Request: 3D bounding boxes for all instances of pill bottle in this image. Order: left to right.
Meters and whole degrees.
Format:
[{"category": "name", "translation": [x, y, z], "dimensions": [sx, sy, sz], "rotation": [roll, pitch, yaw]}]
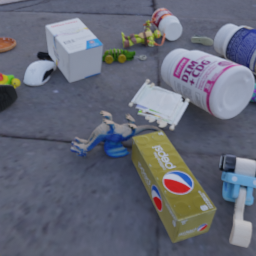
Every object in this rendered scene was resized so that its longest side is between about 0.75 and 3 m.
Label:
[{"category": "pill bottle", "translation": [2.027, -5.411, 14.678], "dimensions": [1.120, 1.120, 2.044], "rotation": [-8, 39, -10]}, {"category": "pill bottle", "translation": [2.402, -1.562, 9.075], "dimensions": [1.618, 1.618, 2.855], "rotation": [-18, 34, -22]}, {"category": "pill bottle", "translation": [4.996, -3.269, 11.630], "dimensions": [1.589, 1.589, 2.746], "rotation": [-20, 42, -23]}]

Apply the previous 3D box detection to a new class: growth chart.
[{"category": "growth chart", "translation": [0.822, -0.656, 7.794], "dimensions": [1.674, 0.148, 1.211], "rotation": [30, 71, 31]}]

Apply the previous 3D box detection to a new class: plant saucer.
[{"category": "plant saucer", "translation": [-6.266, -4.004, 13.628], "dimensions": [1.536, 0.248, 1.536], "rotation": [1, 38, -1]}]

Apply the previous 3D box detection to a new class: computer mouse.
[{"category": "computer mouse", "translation": [-3.465, -2.594, 11.584], "dimensions": [1.451, 0.581, 2.646], "rotation": [6, 39, 6]}]

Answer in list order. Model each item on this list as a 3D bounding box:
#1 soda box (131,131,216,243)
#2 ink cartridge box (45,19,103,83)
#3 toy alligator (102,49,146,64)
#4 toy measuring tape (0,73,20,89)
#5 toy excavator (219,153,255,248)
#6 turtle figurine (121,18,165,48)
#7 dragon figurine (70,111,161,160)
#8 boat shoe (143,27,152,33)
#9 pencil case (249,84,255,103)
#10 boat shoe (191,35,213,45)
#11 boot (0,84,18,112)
[{"category": "soda box", "translation": [0.907, 1.224, 6.588], "dimensions": [0.888, 0.839, 2.623], "rotation": [-11, 39, -15]}, {"category": "ink cartridge box", "translation": [-2.171, -3.126, 11.221], "dimensions": [1.472, 1.446, 1.999], "rotation": [-24, 59, -26]}, {"category": "toy alligator", "translation": [-0.259, -3.277, 12.482], "dimensions": [2.182, 0.524, 0.723], "rotation": [-6, 40, -7]}, {"category": "toy measuring tape", "translation": [-5.148, -1.469, 9.980], "dimensions": [2.495, 0.918, 0.918], "rotation": [-5, 39, -6]}, {"category": "toy excavator", "translation": [2.505, 1.523, 6.237], "dimensions": [0.906, 1.813, 1.763], "rotation": [8, -5, 12]}, {"category": "turtle figurine", "translation": [0.720, -4.519, 13.794], "dimensions": [2.039, 0.814, 2.529], "rotation": [-9, 51, 3]}, {"category": "dragon figurine", "translation": [-0.319, 0.301, 7.811], "dimensions": [2.560, 1.273, 0.753], "rotation": [5, 33, -25]}, {"category": "boat shoe", "translation": [1.000, -4.910, 14.611], "dimensions": [0.478, 0.504, 1.331], "rotation": [11, 49, 8]}, {"category": "pencil case", "translation": [4.399, -1.240, 9.768], "dimensions": [1.627, 0.692, 0.752], "rotation": [21, 1, 26]}, {"category": "boat shoe", "translation": [3.740, -4.419, 14.009], "dimensions": [1.130, 0.406, 0.382], "rotation": [19, 47, 26]}, {"category": "boot", "translation": [-5.307, -1.093, 9.458], "dimensions": [2.626, 1.017, 1.816], "rotation": [-23, 39, -27]}]
